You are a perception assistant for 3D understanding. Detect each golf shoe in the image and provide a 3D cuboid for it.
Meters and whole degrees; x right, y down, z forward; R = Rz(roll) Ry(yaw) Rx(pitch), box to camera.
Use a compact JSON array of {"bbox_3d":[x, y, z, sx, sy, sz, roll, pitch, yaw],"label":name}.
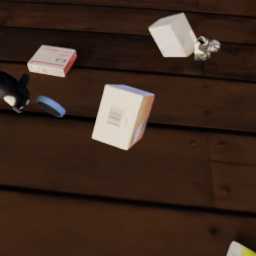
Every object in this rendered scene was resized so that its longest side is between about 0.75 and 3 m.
[{"bbox_3d":[2.028,-2.131,7.178,0.421,0.512,1.084,-1,29,41],"label":"golf shoe"}]

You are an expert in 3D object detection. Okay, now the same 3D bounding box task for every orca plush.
[{"bbox_3d":[-3.489,-1.447,8.258,1.008,2.835,1.491,-40,63,-7],"label":"orca plush"}]

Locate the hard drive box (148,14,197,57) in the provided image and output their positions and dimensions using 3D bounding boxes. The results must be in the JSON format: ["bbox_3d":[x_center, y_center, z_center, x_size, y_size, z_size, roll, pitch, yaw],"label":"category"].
[{"bbox_3d":[1.554,-3.151,9.732,0.618,1.255,1.611,-39,24,-8],"label":"hard drive box"}]

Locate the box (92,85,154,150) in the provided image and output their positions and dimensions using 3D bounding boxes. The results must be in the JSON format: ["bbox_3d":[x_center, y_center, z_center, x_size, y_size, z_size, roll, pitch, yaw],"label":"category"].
[{"bbox_3d":[-0.055,-0.329,6.842,0.886,1.268,1.666,18,12,11],"label":"box"}]

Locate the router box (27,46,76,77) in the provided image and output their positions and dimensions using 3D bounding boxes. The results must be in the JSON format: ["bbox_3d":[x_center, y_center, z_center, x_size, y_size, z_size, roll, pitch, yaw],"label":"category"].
[{"bbox_3d":[-3.723,-3.331,13.869,1.848,0.451,1.658,11,50,9],"label":"router box"}]

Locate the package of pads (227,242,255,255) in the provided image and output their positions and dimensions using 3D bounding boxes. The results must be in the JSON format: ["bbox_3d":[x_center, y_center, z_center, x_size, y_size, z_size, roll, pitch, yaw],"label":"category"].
[{"bbox_3d":[3.231,3.703,7.833,0.890,0.304,0.688,25,54,20],"label":"package of pads"}]

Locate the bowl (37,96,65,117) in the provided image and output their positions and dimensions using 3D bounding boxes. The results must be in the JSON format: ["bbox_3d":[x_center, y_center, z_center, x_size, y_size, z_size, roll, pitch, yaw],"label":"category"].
[{"bbox_3d":[-2.627,-0.706,9.499,1.021,1.021,0.200,21,71,18],"label":"bowl"}]
